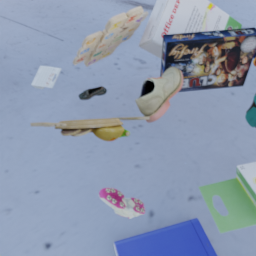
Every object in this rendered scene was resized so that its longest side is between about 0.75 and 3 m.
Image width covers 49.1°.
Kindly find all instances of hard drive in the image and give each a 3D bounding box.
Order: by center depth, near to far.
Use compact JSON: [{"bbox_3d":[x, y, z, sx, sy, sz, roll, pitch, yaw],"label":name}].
[{"bbox_3d":[1.001,3.350,7.115,2.420,0.307,1.596,-12,44,-12],"label":"hard drive"}]

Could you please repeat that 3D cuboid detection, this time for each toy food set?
[{"bbox_3d":[-0.840,0.052,6.247,2.371,0.476,1.637,-5,4,-35],"label":"toy food set"}]

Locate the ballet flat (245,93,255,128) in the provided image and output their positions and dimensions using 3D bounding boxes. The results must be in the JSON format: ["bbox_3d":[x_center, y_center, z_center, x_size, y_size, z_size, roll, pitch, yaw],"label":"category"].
[{"bbox_3d":[3.679,-0.566,7.323,0.780,2.449,0.825,-28,75,6],"label":"ballet flat"}]

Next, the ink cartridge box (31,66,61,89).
[{"bbox_3d":[-2.281,-1.407,7.935,0.823,0.195,0.659,12,73,27],"label":"ink cartridge box"}]

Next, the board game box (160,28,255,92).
[{"bbox_3d":[2.229,-1.874,8.001,2.553,1.729,0.442,-6,47,-4],"label":"board game box"}]

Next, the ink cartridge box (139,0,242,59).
[{"bbox_3d":[2.173,-3.242,9.816,2.997,2.170,1.258,22,-2,-22],"label":"ink cartridge box"}]

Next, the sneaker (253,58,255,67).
[{"bbox_3d":[3.371,-1.766,6.546,0.338,0.965,0.434,50,29,4],"label":"sneaker"}]

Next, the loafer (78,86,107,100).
[{"bbox_3d":[-1.347,-1.318,10.267,1.103,0.347,0.396,-13,65,13],"label":"loafer"}]

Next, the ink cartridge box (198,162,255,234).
[{"bbox_3d":[2.588,1.370,5.914,1.849,0.443,1.345,-11,33,-2],"label":"ink cartridge box"}]

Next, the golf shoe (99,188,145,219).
[{"bbox_3d":[-0.145,1.222,4.390,0.856,0.392,0.322,31,34,-24],"label":"golf shoe"}]

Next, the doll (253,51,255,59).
[{"bbox_3d":[4.591,-2.548,9.643,1.409,0.341,0.961,28,78,43],"label":"doll"}]

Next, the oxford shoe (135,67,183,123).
[{"bbox_3d":[0.809,-1.049,7.006,0.723,0.754,2.042,-21,28,41],"label":"oxford shoe"}]

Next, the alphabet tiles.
[{"bbox_3d":[-0.560,-2.970,9.407,2.710,2.771,0.202,-34,91,-30],"label":"alphabet tiles"}]
